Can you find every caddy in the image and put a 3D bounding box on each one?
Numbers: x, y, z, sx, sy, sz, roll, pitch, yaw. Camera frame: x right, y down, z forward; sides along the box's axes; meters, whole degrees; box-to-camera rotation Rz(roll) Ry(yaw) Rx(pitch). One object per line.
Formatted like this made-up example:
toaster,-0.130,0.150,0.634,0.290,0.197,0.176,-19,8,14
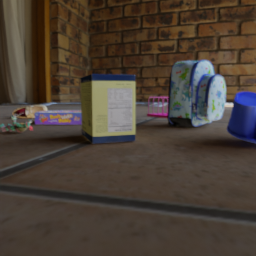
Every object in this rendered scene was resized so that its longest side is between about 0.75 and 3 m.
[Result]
caddy,3.827,-0.212,8.118,1.710,1.270,2.419,10,22,22

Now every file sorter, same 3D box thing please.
file sorter,2.365,-1.347,17.835,1.395,1.259,2.008,-4,8,-36

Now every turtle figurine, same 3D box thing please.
turtle figurine,-4.005,-0.122,10.280,1.191,0.600,0.892,-14,-21,15

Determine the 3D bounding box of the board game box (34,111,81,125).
board game box,-3.065,-0.528,13.852,2.531,0.567,1.702,0,7,2

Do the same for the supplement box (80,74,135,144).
supplement box,-0.691,-0.639,8.825,1.313,1.955,1.957,-2,7,-18

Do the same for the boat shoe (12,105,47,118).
boat shoe,-5.840,-0.907,16.548,2.142,0.790,0.741,-8,7,18

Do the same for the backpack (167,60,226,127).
backpack,3.103,-1.538,12.394,2.086,2.838,2.597,2,6,37
